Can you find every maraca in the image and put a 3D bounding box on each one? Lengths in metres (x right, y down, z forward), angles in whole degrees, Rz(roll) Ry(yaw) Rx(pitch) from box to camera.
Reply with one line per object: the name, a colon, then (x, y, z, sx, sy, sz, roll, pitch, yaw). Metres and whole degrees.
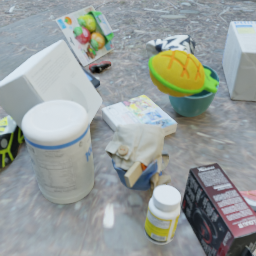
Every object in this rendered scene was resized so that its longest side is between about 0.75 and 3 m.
maraca: (1.239, -1.182, 6.187, 1.764, 0.944, 1.209, 1, 53, -28)

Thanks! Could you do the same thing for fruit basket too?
fruit basket: (-1.598, -3.817, 11.387, 1.023, 2.022, 2.183, -18, 19, 40)

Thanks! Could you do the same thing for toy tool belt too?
toy tool belt: (0.241, 0.861, 5.715, 1.272, 2.038, 1.252, -1, 60, 14)

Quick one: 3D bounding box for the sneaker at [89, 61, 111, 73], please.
sneaker: (-1.022, -2.305, 10.663, 0.892, 0.315, 0.436, -18, 43, -16)

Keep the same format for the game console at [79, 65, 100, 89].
game console: (-2.045, -1.758, 9.356, 1.476, 1.023, 1.729, -37, 50, -14)

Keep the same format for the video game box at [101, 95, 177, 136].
video game box: (0.278, -0.227, 8.019, 1.520, 0.390, 1.668, -22, 45, -21)

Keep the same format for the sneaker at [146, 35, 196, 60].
sneaker: (2.156, -2.869, 10.709, 1.814, 1.113, 2.788, -27, 36, -18)

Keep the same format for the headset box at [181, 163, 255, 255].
headset box: (1.641, 1.654, 5.015, 0.616, 1.220, 1.641, -10, 39, -14)

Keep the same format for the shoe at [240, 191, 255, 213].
shoe: (2.469, 1.527, 5.827, 1.361, 0.486, 0.619, 15, 24, 28)

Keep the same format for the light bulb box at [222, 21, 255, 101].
light bulb box: (4.836, -2.305, 9.533, 2.727, 1.717, 2.751, 6, 39, 7)

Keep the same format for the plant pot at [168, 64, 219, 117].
plant pot: (1.840, -1.013, 8.261, 1.428, 1.146, 1.428, -2, 53, 3)

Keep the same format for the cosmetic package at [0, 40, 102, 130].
cosmetic package: (-1.946, -0.804, 7.205, 1.249, 2.033, 2.026, -15, 31, 27)

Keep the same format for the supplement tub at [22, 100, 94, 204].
supplement tub: (-1.389, 0.517, 5.874, 1.269, 1.924, 1.269, 0, 40, 0)

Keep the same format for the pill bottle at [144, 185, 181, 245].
pill bottle: (0.561, 1.397, 4.516, 0.506, 0.886, 0.506, 5, 31, -3)

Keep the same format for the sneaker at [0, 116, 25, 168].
sneaker: (-3.246, 0.351, 7.118, 0.799, 0.789, 2.092, 0, 28, 11)
